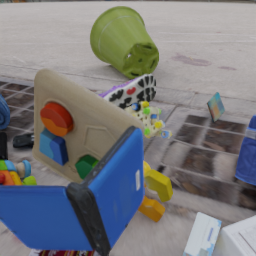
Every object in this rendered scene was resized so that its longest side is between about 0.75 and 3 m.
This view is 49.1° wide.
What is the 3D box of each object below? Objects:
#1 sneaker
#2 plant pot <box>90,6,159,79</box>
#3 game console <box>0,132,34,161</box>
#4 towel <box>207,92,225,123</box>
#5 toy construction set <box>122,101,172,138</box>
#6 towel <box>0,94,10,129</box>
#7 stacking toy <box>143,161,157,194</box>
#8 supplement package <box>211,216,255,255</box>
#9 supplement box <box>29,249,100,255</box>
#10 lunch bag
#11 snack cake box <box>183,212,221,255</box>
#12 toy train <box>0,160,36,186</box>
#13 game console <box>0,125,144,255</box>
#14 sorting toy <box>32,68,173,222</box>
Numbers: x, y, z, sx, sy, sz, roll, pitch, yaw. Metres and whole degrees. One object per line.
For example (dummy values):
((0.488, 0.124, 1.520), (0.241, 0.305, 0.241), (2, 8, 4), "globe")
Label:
((-0.018, -1.115, 8.352), (2.120, 0.855, 0.885), (-22, 30, -33), "sneaker")
((0.031, -3.026, 10.708), (2.422, 2.422, 2.300), (-12, 44, -20), "plant pot")
((-2.456, 0.358, 6.218), (1.807, 0.218, 1.066), (-13, 31, -17), "game console")
((2.382, -0.570, 7.577), (0.087, 0.591, 0.806), (-10, 19, 41), "towel")
((0.175, -0.051, 6.105), (1.436, 0.942, 0.662), (-18, -9, 24), "toy construction set")
((-4.035, -1.187, 7.372), (0.721, 1.658, 2.969), (-40, 48, -14), "towel")
((0.091, 0.781, 4.838), (1.213, 0.886, 0.886), (24, 37, 28), "stacking toy")
((1.983, 1.553, 3.157), (1.808, 0.990, 1.028), (-11, 38, -19), "supplement package")
((-0.794, 1.770, 3.484), (0.960, 0.292, 0.522), (4, 35, 11), "supplement box")
((2.867, 0.436, 4.577), (1.901, 1.258, 1.291), (15, 6, 25), "lunch bag")
((0.834, 1.350, 3.266), (0.270, 0.804, 0.462), (18, 62, 19), "snack cake box")
((-1.943, 1.027, 4.784), (0.814, 0.596, 1.407), (-1, 28, -39), "toy train")
((-0.553, 0.748, 3.128), (0.951, 1.607, 1.371), (25, 56, 22), "game console")
((-0.442, 0.447, 4.172), (2.491, 1.856, 0.334), (31, 43, 10), "sorting toy")
